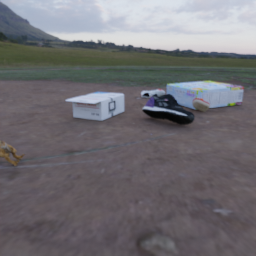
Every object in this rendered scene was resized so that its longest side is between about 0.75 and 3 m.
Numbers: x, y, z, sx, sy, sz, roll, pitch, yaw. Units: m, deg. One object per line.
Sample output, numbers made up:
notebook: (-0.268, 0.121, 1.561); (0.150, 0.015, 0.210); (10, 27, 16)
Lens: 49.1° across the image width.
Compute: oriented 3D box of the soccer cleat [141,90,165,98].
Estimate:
soccer cleat: (1.425, -1.943, 16.246); (1.381, 0.474, 0.588); (0, 26, 9)

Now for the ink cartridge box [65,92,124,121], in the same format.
ink cartridge box: (-1.335, -0.900, 11.711); (1.421, 0.818, 2.453); (8, 17, 25)

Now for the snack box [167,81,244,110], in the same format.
snack box: (3.876, -1.744, 14.399); (2.978, 1.008, 2.511); (-9, 18, -25)

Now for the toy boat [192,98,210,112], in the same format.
toy boat: (3.260, -1.115, 12.552); (0.790, 0.515, 0.516); (21, 51, -12)

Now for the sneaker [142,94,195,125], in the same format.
sneaker: (1.584, -0.850, 10.642); (2.316, 1.014, 0.877); (17, -16, 45)

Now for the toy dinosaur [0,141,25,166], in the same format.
toy dinosaur: (-2.982, 0.606, 6.833); (1.442, 0.766, 0.435); (-36, 21, 51)
